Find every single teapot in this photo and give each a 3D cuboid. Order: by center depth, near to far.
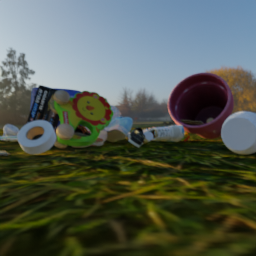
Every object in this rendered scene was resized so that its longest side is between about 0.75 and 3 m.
[{"bbox_3d":[-6.715,0.264,15.948,0.909,0.664,0.897,22,16,-41],"label":"teapot"}]

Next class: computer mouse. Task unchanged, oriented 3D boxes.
[{"bbox_3d":[-1.454,-0.436,12.706,2.430,0.533,1.333,-11,-47,33],"label":"computer mouse"}]

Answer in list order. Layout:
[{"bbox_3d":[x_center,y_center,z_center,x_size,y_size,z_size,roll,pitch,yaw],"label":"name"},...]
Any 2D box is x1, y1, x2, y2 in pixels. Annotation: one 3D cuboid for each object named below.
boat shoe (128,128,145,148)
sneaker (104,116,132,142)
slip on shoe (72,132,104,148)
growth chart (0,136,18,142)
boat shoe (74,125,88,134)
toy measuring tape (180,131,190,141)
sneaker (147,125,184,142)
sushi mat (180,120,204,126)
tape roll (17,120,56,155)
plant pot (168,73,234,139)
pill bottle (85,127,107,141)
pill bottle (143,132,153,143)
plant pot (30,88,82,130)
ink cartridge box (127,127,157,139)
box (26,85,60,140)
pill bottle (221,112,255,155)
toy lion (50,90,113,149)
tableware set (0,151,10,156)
[{"bbox_3d":[0.369,0.266,9.954,0.588,0.553,1.637,29,7,-1],"label":"boat shoe"},{"bbox_3d":[-0.518,0.000,11.942,0.856,0.949,2.317,47,-26,-24],"label":"sneaker"},{"bbox_3d":[-1.423,0.399,10.080,0.636,0.507,1.673,1,1,30],"label":"slip on shoe"},{"bbox_3d":[-5.465,0.509,13.330,1.828,0.224,2.526,-2,1,-38],"label":"growth chart"},{"bbox_3d":[-1.904,0.183,10.479,0.599,0.599,1.702,49,3,33],"label":"boat shoe"},{"bbox_3d":[2.555,0.305,13.224,0.603,0.603,1.640,0,4,2],"label":"toy measuring tape"},{"bbox_3d":[1.614,0.284,12.222,0.776,0.735,1.921,2,-10,-40],"label":"sneaker"},{"bbox_3d":[3.206,-0.075,12.659,1.023,0.129,2.139,8,-6,33],"label":"sushi mat"},{"bbox_3d":[-2.435,0.240,7.470,0.956,0.956,0.335,0,-42,7],"label":"tape roll"},{"bbox_3d":[3.582,-0.750,12.999,2.782,2.782,2.490,1,-24,33],"label":"plant pot"},{"bbox_3d":[-1.442,0.283,11.676,0.680,0.680,1.200,-1,0,-41],"label":"pill bottle"},{"bbox_3d":[0.705,0.379,11.202,0.412,0.412,0.753,0,-9,-17],"label":"pill bottle"},{"bbox_3d":[-3.567,-0.734,14.951,2.781,2.781,2.501,1,6,-31],"label":"plant pot"},{"bbox_3d":[0.769,0.269,14.363,1.597,0.350,1.612,-11,0,1],"label":"ink cartridge box"},{"bbox_3d":[-3.195,-0.465,10.857,0.507,2.204,1.752,19,3,8],"label":"box"},{"bbox_3d":[3.164,0.131,7.490,1.118,1.118,2.012,1,1,33],"label":"pill bottle"},{"bbox_3d":[-1.505,-0.373,9.651,2.150,2.243,0.770,5,-37,-27],"label":"toy lion"},{"bbox_3d":[-3.418,0.649,6.921,0.977,0.113,0.816,0,0,-8],"label":"tableware set"}]
